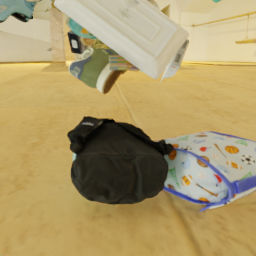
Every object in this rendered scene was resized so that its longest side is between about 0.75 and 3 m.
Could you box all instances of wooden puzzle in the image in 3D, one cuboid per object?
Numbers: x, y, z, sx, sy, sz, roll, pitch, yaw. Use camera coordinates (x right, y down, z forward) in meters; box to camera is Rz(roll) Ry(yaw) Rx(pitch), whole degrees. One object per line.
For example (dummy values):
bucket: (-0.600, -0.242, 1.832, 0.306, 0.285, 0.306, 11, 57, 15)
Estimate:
wooden puzzle: (0.035, -1.416, 6.057, 0.900, 0.107, 1.518, -2, 27, -3)

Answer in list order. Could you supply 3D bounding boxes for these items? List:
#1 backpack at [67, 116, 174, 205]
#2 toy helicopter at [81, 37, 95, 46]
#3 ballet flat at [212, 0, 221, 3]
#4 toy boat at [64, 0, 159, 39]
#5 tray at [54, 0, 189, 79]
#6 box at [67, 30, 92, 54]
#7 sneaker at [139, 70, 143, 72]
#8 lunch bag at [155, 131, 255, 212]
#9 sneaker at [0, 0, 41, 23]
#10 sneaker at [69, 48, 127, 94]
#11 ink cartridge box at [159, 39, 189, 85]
backpack: (-0.308, 0.498, 4.825, 1.612, 1.223, 1.932, 9, 12, -15)
toy helicopter: (-0.892, -3.849, 10.746, 2.144, 1.418, 0.846, -45, 27, -10)
ballet flat: (2.320, -3.937, 8.097, 0.301, 0.893, 0.314, -45, -5, -13)
toy boat: (-0.533, -3.626, 8.836, 2.905, 1.350, 2.442, -20, 3, 6)
tray: (-0.055, -1.860, 4.672, 2.115, 1.136, 0.235, 36, -16, -2)
box: (-2.084, -3.880, 12.277, 0.579, 0.940, 0.932, 15, 45, 23)
sneaker: (0.348, -2.315, 7.367, 1.093, 1.563, 0.607, 5, 18, -45)
lunch bag: (1.445, 0.673, 4.602, 1.410, 1.027, 1.659, -12, 12, -31)
sneaker: (-3.105, -3.794, 8.147, 1.114, 1.279, 2.843, 16, 38, 21)
sneaker: (-0.649, -1.868, 7.573, 1.166, 0.871, 2.597, 23, 37, 5)
ink cartridge box: (1.141, -1.606, 7.048, 0.267, 0.863, 1.065, 22, -24, 1)
